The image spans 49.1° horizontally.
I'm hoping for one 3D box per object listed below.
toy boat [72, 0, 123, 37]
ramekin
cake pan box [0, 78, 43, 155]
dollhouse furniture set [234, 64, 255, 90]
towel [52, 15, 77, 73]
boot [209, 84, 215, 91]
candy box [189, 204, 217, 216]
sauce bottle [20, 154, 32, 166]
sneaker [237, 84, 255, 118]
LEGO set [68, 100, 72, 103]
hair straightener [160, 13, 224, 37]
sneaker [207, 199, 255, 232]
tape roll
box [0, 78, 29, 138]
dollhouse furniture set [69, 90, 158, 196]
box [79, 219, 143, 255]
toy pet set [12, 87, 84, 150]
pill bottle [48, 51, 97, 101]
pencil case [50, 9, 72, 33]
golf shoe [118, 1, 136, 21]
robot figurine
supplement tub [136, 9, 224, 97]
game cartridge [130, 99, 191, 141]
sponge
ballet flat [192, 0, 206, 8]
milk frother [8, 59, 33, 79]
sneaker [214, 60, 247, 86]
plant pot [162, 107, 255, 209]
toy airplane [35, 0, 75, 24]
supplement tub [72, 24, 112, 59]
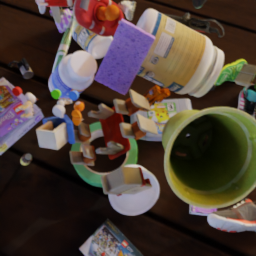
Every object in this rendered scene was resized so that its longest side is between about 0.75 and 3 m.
[{"bbox_3d":[-0.823,-3.901,9.572,1.296,1.983,1.294,18,95,38],"label":"toy boat"},{"bbox_3d":[0.151,2.068,9.691,1.736,0.808,1.736,-3,108,-9],"label":"ramekin"},{"bbox_3d":[-5.227,-0.554,11.422,2.604,0.681,2.398,37,68,16],"label":"cake pan box"},{"bbox_3d":[4.657,-1.761,10.236,1.223,0.614,0.801,31,91,45],"label":"dollhouse furniture set"},{"bbox_3d":[-2.183,-3.399,10.356,0.304,1.984,2.601,20,71,-15],"label":"towel"},{"bbox_3d":[3.450,-2.306,12.405,1.329,0.450,0.868,38,64,15],"label":"boot"},{"bbox_3d":[2.690,2.573,10.074,0.899,0.383,1.071,5,65,3],"label":"candy box"},{"bbox_3d":[-3.372,1.040,9.275,0.319,0.987,0.319,7,74,-24],"label":"sauce bottle"},{"bbox_3d":[4.995,-1.021,11.375,0.785,1.134,1.878,8,65,4],"label":"sneaker"},{"bbox_3d":[-2.914,-1.938,12.039,0.682,0.734,1.789,-12,65,-5],"label":"LEGO set"},{"bbox_3d":[2.149,-3.655,9.982,2.577,0.992,0.527,16,94,7],"label":"hair straightener"},{"bbox_3d":[3.910,2.982,9.685,2.525,0.973,1.034,7,55,-8],"label":"sneaker"},{"bbox_3d":[-0.893,0.982,10.723,2.496,0.600,2.496,0,64,1],"label":"tape roll"},{"bbox_3d":[-5.410,-0.422,10.689,2.821,0.551,1.930,-37,70,-16],"label":"box"},{"bbox_3d":[-0.301,0.624,8.537,2.736,1.410,2.707,-29,63,29],"label":"dollhouse furniture set"},{"bbox_3d":[-0.463,4.238,9.284,1.964,0.370,1.341,42,71,18],"label":"box"},{"bbox_3d":[-1.983,-0.384,8.041,2.036,1.901,1.081,8,28,20],"label":"toy pet set"},{"bbox_3d":[-1.858,-1.741,9.433,1.189,2.123,1.189,6,77,-28],"label":"pill bottle"},{"bbox_3d":[-2.313,-5.468,13.495,2.622,1.100,1.121,-22,100,-12],"label":"pencil case"},{"bbox_3d":[-0.080,-3.980,9.439,0.597,0.481,1.228,14,34,-6],"label":"golf shoe"},{"bbox_3d":[0.707,-0.882,8.875,0.862,1.189,0.346,6,56,-41],"label":"robot figurine"},{"bbox_3d":[1.477,-2.415,9.484,2.905,2.101,2.101,22,65,-12],"label":"supplement tub"},{"bbox_3d":[1.382,-0.316,11.426,2.577,0.521,1.718,-4,68,-2],"label":"game cartridge"},{"bbox_3d":[-0.131,-2.023,8.238,1.080,1.936,0.289,25,28,-10],"label":"sponge"},{"bbox_3d":[2.431,-4.618,9.024,0.503,0.506,1.479,21,81,22],"label":"ballet flat"},{"bbox_3d":[-4.738,-2.594,12.354,0.804,0.726,0.757,-28,67,-15],"label":"milk frother"},{"bbox_3d":[4.589,-2.360,12.259,1.899,0.703,0.793,-30,64,-14],"label":"sneaker"},{"bbox_3d":[2.052,0.506,7.996,2.642,2.429,2.642,-1,104,-6],"label":"plant pot"},{"bbox_3d":[-2.495,-4.385,9.524,1.324,1.318,0.934,-38,45,29],"label":"toy airplane"},{"bbox_3d":[-1.703,-4.182,12.775,1.329,1.329,1.837,-36,69,-16],"label":"supplement tub"}]
